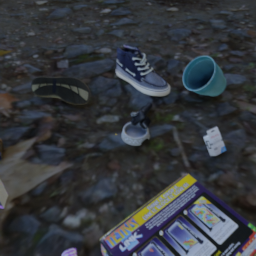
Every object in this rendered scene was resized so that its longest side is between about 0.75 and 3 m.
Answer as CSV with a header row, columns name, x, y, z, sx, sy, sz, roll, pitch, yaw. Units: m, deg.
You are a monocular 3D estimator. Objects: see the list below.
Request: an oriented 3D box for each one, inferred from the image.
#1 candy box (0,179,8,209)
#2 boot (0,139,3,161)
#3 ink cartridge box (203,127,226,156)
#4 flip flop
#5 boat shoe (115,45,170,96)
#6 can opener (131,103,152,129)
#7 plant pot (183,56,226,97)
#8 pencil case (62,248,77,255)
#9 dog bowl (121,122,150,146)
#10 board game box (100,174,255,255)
name,x,y,z,sx,sy,sz,roll,pitch,yaw
candy box,-3.690,1.511,6.735,1.224,1.026,0.438,-1,42,-1
boot,-4.329,0.776,7.867,1.592,0.595,0.772,-19,43,-22
ink cartridge box,2.505,0.394,8.194,0.440,0.759,0.257,-22,2,-24
flip flop,-2.390,-1.363,10.112,2.290,0.929,0.659,8,1,15
boat shoe,0.496,-2.227,10.662,2.647,1.227,0.988,31,51,30
can opener,0.457,-0.439,9.113,0.504,0.625,1.589,-25,17,23
plant pot,2.823,-1.710,9.992,1.209,1.287,1.287,21,26,-41
pencil case,-1.081,2.892,5.735,0.354,0.348,0.829,-15,44,-28
dog bowl,0.235,0.149,8.792,0.907,0.266,0.907,0,42,0
board game box,1.127,2.496,5.869,2.693,0.763,2.226,-29,48,-27
